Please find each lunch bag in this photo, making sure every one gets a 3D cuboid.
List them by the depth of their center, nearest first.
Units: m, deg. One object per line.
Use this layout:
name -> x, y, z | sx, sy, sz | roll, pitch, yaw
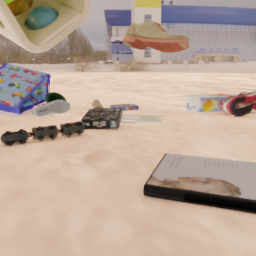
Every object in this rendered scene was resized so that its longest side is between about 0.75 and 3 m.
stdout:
lunch bag -> -4.168, -1.260, 9.883 | 1.880, 1.175, 2.497 | 14, 29, 6

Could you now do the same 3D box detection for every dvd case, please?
dvd case -> 1.329, 0.719, 3.886 | 1.954, 0.171, 1.394 | 5, 14, 19

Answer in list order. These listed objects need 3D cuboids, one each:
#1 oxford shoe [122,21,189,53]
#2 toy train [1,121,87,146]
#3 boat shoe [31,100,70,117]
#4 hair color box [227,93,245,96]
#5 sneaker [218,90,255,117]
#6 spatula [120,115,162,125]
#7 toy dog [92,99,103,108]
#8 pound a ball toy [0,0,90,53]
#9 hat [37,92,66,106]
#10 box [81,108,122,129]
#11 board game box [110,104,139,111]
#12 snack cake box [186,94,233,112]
oxford shoe -> 0.621, -2.117, 6.324 | 1.722, 0.635, 0.609 | 19, 0, 33
toy train -> -1.818, 0.104, 6.246 | 1.902, 0.324, 0.436 | -9, 4, -31
boat shoe -> -2.516, -0.650, 9.103 | 1.271, 0.458, 0.394 | -14, 17, -37
hair color box -> 4.379, -1.093, 10.920 | 1.460, 0.473, 0.798 | -4, 13, -7
sneaker -> 3.967, -0.871, 9.207 | 2.064, 0.832, 0.771 | -5, 12, -18
spatula -> -0.034, -0.281, 8.166 | 2.043, 0.164, 1.421 | 2, 15, 8
toy dog -> -1.003, -0.564, 8.706 | 0.476, 0.652, 0.989 | -33, 8, -2
pound a ball toy -> -2.219, -1.920, 4.265 | 2.952, 1.254, 1.925 | 33, 70, 34
hat -> -2.838, -0.838, 10.609 | 0.760, 0.808, 0.918 | -23, 67, -39
box -> -0.682, -0.281, 7.646 | 0.959, 0.261, 1.197 | -1, 18, 3
board game box -> -0.146, -0.744, 10.103 | 0.895, 0.154, 0.606 | -5, 14, -21
snack cake box -> 2.980, -0.901, 9.957 | 1.568, 0.527, 0.902 | -4, 12, -17
